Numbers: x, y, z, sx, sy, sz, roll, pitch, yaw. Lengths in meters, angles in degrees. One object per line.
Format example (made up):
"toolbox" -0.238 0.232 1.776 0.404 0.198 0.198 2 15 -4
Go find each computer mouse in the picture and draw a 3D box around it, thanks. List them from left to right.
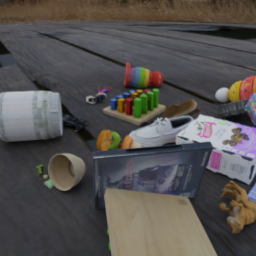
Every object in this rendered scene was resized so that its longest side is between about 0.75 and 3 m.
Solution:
"computer mouse" -2.555 -0.212 12.386 1.393 0.367 0.965 20 30 11

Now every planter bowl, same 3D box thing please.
"planter bowl" -1.815 1.314 8.731 1.121 1.121 0.755 17 13 29

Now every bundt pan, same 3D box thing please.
"bundt pan" 4.938 -0.855 12.808 1.549 0.581 1.549 -9 -4 -1

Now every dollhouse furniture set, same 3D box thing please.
"dollhouse furniture set" -2.581 1.529 9.000 0.917 0.354 0.458 25 37 38

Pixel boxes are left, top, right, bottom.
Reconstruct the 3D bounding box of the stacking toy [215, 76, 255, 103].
"stacking toy" 5.835 -1.655 13.969 2.995 2.189 2.189 -3 21 37

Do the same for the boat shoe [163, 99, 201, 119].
"boat shoe" 2.372 -0.675 12.433 1.994 0.718 0.719 -22 47 51

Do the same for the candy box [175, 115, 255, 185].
"candy box" 3.364 0.617 10.064 2.699 0.965 2.264 18 33 30

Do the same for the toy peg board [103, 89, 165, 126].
"toy peg board" 0.321 -1.280 13.558 2.228 1.094 2.237 20 34 33

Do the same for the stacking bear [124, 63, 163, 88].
"stacking bear" 0.954 -2.998 16.807 2.273 1.380 1.292 5 33 -5

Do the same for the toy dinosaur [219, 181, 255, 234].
"toy dinosaur" 3.291 2.176 7.629 2.759 0.833 1.465 -8 46 -35

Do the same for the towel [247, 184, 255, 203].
"towel" 4.177 1.931 8.057 1.149 0.189 1.587 18 19 32

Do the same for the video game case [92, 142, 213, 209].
"video game case" 0.580 1.311 7.457 2.992 2.137 0.284 -5 42 -10

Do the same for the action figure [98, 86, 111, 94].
"action figure" -1.390 -2.241 16.050 0.344 0.522 1.054 15 34 27

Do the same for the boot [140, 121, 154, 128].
"boot" 0.927 -0.072 12.210 0.827 0.401 0.309 -5 63 40

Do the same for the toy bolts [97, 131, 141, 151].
"toy bolts" -0.321 0.915 8.787 1.096 1.581 1.510 15 -10 18

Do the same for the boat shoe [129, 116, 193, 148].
"boat shoe" 1.344 0.082 10.688 2.932 1.005 1.056 -5 36 -27

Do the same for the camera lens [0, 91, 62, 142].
"camera lens" -3.916 -0.466 11.102 2.413 1.930 1.930 -4 28 -10

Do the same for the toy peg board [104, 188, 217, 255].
"toy peg board" 0.552 2.647 6.428 2.252 1.106 2.262 10 26 -15

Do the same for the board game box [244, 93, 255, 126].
"board game box" 5.442 -0.816 11.962 0.226 0.888 1.312 -25 14 47

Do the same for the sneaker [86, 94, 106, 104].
"sneaker" -1.676 -1.509 14.726 1.083 0.425 0.430 -14 24 -2
